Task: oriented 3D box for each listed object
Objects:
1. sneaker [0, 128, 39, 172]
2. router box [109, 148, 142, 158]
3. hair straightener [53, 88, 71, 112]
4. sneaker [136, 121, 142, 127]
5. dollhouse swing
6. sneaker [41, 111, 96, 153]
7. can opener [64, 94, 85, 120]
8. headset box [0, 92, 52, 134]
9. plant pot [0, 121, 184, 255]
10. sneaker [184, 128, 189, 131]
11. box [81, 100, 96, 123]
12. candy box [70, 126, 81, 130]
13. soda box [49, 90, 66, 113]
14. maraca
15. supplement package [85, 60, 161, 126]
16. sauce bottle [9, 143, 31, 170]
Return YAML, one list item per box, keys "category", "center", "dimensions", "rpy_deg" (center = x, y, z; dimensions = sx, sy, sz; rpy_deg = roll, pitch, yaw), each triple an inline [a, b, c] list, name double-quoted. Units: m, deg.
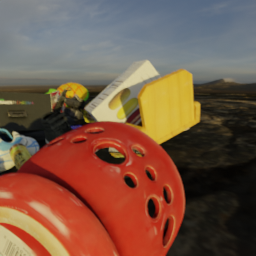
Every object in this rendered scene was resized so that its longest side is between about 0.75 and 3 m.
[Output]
- category: "sneaker"
  center: [-2.781, 0.405, 6.785]
  dimensions: [0.888, 0.896, 2.471]
  rpy_deg: [-10, 5, -3]
- category: "router box"
  center: [-0.035, 0.624, 7.238]
  dimensions: [0.813, 0.212, 0.639]
  rpy_deg: [2, -18, 11]
- category: "hair straightener"
  center: [-2.589, -0.615, 10.502]
  dimensions: [0.403, 1.970, 0.758]
  rpy_deg: [26, 7, -11]
- category: "sneaker"
  center: [0.807, -0.213, 10.402]
  dimensions: [0.635, 1.686, 0.743]
  rpy_deg: [35, -18, 13]
- category: "dollhouse swing"
  center: [0.837, -0.645, 8.485]
  dimensions: [2.125, 1.868, 1.931]
  rpy_deg: [-27, 20, -22]
- category: "sneaker"
  center: [-1.735, 0.128, 7.827]
  dimensions: [2.074, 1.029, 0.733]
  rpy_deg: [15, 40, 36]
- category: "can opener"
  center: [-2.973, -1.227, 13.140]
  dimensions: [2.645, 1.040, 0.838]
  rpy_deg: [25, -6, 38]
- category: "headset box"
  center: [-3.921, -0.414, 9.132]
  dimensions: [2.239, 1.193, 2.572]
  rpy_deg: [-3, -3, -38]
- category: "plant pot"
  center: [-0.451, 0.892, 2.625]
  dimensions: [1.634, 1.634, 1.488]
  rpy_deg: [5, 19, 27]
- category: "sneaker"
  center: [1.526, -0.729, 11.908]
  dimensions: [2.484, 1.392, 0.964]
  rpy_deg: [20, 25, 41]
- category: "box"
  center: [-0.696, -0.707, 12.717]
  dimensions: [2.982, 0.747, 1.122]
  rpy_deg: [7, 39, 39]
- category: "candy box"
  center: [-2.056, 0.208, 9.773]
  dimensions: [1.149, 0.443, 0.972]
  rpy_deg: [-5, 10, -23]
- category: "soda box"
  center: [-4.033, -0.813, 12.177]
  dimensions: [2.453, 0.859, 0.778]
  rpy_deg: [-16, 25, 6]
- category: "maraca"
  center: [-3.627, -1.861, 16.411]
  dimensions: [2.598, 1.390, 1.781]
  rpy_deg: [-7, 45, -6]
- category: "supplement package"
  center: [-0.044, -0.969, 9.920]
  dimensions: [2.586, 1.471, 1.416]
  rpy_deg: [-44, 19, -6]
- category: "sauce bottle"
  center: [-1.936, 0.697, 5.297]
  dimensions: [0.346, 0.346, 1.071]
  rpy_deg: [-8, 33, -38]
